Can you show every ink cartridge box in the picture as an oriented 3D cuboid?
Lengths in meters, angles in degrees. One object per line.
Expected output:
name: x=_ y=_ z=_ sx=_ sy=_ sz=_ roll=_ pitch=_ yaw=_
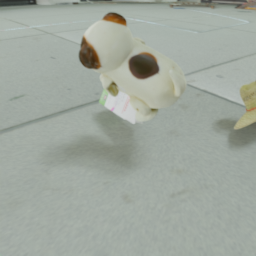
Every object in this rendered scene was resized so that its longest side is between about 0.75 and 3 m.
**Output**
ink cartridge box: x=0.070 y=-1.023 z=9.343 sx=0.783 sy=1.362 sz=2.326 roll=14 pitch=14 yaw=-38

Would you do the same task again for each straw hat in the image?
straw hat: x=4.312 y=-1.076 z=9.209 sx=2.664 sy=2.664 sz=1.128 roll=-28 pitch=83 yaw=-39

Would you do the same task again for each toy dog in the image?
toy dog: x=-0.009 y=-1.448 z=6.804 sx=2.563 sy=1.788 sz=2.485 roll=36 pitch=4 yaw=-17
